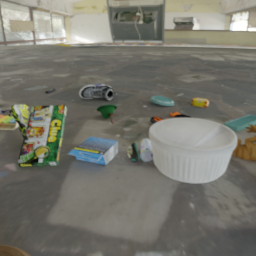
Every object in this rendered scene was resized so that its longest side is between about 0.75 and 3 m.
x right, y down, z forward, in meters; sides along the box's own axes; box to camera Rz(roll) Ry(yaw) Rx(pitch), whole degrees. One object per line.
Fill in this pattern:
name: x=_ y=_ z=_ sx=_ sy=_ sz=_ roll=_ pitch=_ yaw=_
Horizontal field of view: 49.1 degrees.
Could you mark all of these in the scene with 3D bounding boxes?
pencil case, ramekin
pencil case: x=0.578 y=0.698 z=9.019 sx=0.402 sy=0.439 sz=0.967 roll=-13 pitch=19 yaw=7
ramekin: x=1.826 y=0.631 z=8.213 sx=2.479 sy=1.154 sz=2.479 roll=0 pitch=21 yaw=0

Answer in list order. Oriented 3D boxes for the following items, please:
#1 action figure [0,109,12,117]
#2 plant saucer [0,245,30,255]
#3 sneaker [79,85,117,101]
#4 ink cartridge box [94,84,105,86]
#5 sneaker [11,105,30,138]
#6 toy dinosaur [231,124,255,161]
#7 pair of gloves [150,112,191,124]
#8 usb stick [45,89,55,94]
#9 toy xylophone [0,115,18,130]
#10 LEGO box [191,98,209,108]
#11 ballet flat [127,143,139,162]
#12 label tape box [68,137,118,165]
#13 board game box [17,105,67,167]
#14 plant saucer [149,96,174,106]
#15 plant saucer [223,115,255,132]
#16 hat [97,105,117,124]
action figure: x=-5.455 y=-0.731 z=12.787 sx=1.014 sy=0.352 sz=0.660 roll=-1 pitch=15 yaw=-11
plant saucer: x=-2.413 y=2.578 z=4.546 sx=1.858 sy=0.274 sz=1.858 roll=-1 pitch=21 yaw=0
sneaker: x=-1.569 y=-1.877 z=15.049 sx=1.975 sy=0.745 sz=1.124 roll=-9 pitch=21 yaw=-27
ink cartridge box: x=-1.872 y=-2.485 z=17.331 sx=1.004 sy=0.236 sz=0.992 roll=-5 pitch=21 yaw=-17
sneaker: x=-3.549 y=-0.159 z=9.878 sx=0.599 sy=1.568 sz=0.591 roll=-22 pitch=-6 yaw=-36
toy dinosaur: x=4.068 y=0.738 z=8.805 sx=2.861 sy=0.864 sz=1.519 roll=9 pitch=49 yaw=30
pair of gloves: x=1.958 y=-0.284 z=11.797 sx=1.865 sy=0.231 sz=1.662 roll=-11 pitch=23 yaw=-32
usb stick: x=-4.634 y=-2.207 z=16.729 sx=0.233 sy=0.137 sz=0.839 roll=7 pitch=22 yaw=18
toy xylophone: x=-5.117 y=-0.290 z=11.517 sx=1.696 sy=0.426 sz=1.241 roll=-1 pitch=21 yaw=-3
LEGO box: x=3.654 y=-1.285 z=14.198 sx=0.753 sy=0.291 sz=0.561 roll=12 pitch=25 yaw=27
ballet flat: x=0.142 y=0.756 z=9.039 sx=0.347 sy=0.345 sz=1.014 roll=-9 pitch=22 yaw=-1
label tape box: x=-1.056 y=0.788 z=8.733 sx=1.033 sy=0.477 sz=1.442 roll=8 pitch=23 yaw=19
board game box: x=-2.679 y=0.194 z=8.928 sx=1.190 sy=0.266 sz=2.271 roll=-2 pitch=52 yaw=0
plant saucer: x=1.753 y=-1.421 z=14.424 sx=1.293 sy=0.177 sz=1.293 roll=10 pitch=21 yaw=-4
plant saucer: x=4.838 y=-0.237 z=11.732 sx=2.056 sy=0.195 sz=0.719 roll=-14 pitch=26 yaw=-34
hat: x=-0.894 y=-0.444 z=12.347 sx=0.908 sy=0.964 sz=1.096 roll=-15 pitch=-14 yaw=19
